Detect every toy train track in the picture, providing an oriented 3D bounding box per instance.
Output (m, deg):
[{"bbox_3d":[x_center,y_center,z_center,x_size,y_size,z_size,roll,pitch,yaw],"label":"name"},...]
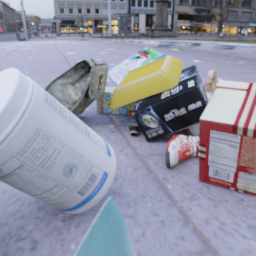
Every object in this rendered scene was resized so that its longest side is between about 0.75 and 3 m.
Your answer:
[{"bbox_3d":[2.661,-0.722,8.736,0.340,2.091,1.200,-17,18,-15],"label":"toy train track"}]

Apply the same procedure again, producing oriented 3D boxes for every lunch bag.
[{"bbox_3d":[-1.896,-1.617,11.058,1.574,2.678,2.196,46,17,-2],"label":"lunch bag"}]

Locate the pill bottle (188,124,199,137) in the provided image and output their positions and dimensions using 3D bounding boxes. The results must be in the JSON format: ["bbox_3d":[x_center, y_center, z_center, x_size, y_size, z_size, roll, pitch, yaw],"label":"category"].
[{"bbox_3d":[2.691,-0.385,10.827,0.931,0.931,1.660,1,23,3],"label":"pill bottle"}]

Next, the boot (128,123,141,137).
[{"bbox_3d":[0.368,0.131,10.491,0.766,0.277,0.579,13,36,-16],"label":"boot"}]

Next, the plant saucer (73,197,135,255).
[{"bbox_3d":[-0.627,2.108,2.530,0.538,2.994,2.994,26,26,5],"label":"plant saucer"}]

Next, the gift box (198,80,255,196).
[{"bbox_3d":[3.123,0.267,7.505,2.393,2.593,2.421,15,42,24],"label":"gift box"}]

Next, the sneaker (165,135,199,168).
[{"bbox_3d":[1.753,0.685,8.618,0.986,0.614,1.840,4,20,18],"label":"sneaker"}]

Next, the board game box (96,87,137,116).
[{"bbox_3d":[-0.357,-1.228,12.722,1.964,1.030,1.012,5,21,13],"label":"board game box"}]

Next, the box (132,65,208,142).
[{"bbox_3d":[1.658,-1.008,10.483,2.401,1.263,2.932,-21,20,21],"label":"box"}]

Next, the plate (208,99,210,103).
[{"bbox_3d":[3.948,-1.279,13.374,1.787,0.228,1.787,5,8,-1],"label":"plate"}]

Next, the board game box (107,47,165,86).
[{"bbox_3d":[0.363,-3.238,15.084,2.851,0.522,2.157,-35,34,-3],"label":"board game box"}]

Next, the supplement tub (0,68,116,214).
[{"bbox_3d":[-1.772,0.414,5.811,1.927,2.921,1.927,-24,43,25],"label":"supplement tub"}]

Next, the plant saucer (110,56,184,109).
[{"bbox_3d":[0.693,-1.956,11.043,2.737,0.663,2.736,-17,24,25],"label":"plant saucer"}]
